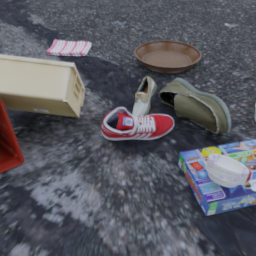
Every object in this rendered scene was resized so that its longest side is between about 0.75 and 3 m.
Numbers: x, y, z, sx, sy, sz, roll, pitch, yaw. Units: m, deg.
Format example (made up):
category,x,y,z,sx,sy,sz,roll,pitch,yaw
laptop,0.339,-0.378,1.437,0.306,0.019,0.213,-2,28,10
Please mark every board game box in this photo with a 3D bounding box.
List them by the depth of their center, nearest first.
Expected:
category,x,y,z,sx,sy,sz,roll,pitch,yaw
board game box,2.695,1.100,6.861,2.478,0.427,1.677,-8,39,-10

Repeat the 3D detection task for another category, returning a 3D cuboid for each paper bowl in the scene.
category,x,y,z,sx,sy,sz,roll,pitch,yaw
paper bowl,2.133,0.971,6.148,0.897,0.466,0.897,14,16,-4

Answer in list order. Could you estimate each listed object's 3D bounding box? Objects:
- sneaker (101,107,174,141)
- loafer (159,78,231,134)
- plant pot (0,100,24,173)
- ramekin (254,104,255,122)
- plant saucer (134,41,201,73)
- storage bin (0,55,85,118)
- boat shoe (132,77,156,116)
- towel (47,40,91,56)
category,x,y,z,sx,sy,sz,roll,pitch,yaw
sneaker,0.294,-0.113,7.677,2.102,1.182,0.749,-8,74,-3
loafer,1.946,-0.587,8.650,1.012,1.092,2.904,-25,36,-15
plant pot,-4.006,0.177,7.081,1.848,1.847,1.629,-24,32,-27
ramekin,4.548,-0.379,8.575,1.367,0.637,1.367,1,38,0
plant saucer,1.676,-3.016,12.032,2.806,0.513,2.806,-1,38,0
storage bin,-2.524,-1.076,8.063,2.214,2.198,1.037,6,80,1
boat shoe,0.443,-0.955,8.970,0.552,0.505,1.478,5,66,33
towel,-2.742,-3.768,13.173,1.856,0.278,1.358,3,39,3
